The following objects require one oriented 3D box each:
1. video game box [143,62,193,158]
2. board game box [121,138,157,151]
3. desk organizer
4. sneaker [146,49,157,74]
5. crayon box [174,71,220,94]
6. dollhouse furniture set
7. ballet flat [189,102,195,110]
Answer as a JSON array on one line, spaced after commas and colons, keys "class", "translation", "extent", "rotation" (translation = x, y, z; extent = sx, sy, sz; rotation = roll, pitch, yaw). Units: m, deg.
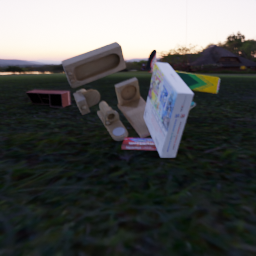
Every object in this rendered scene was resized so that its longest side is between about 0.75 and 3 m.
[{"class": "video game box", "translation": [1.084, -0.596, 8.345], "extent": [0.527, 2.052, 2.252], "rotation": [0, 33, -12]}, {"class": "board game box", "translation": [0.670, 0.526, 9.078], "extent": [1.671, 0.162, 0.860], "rotation": [2, 15, 6]}, {"class": "desk organizer", "translation": [-4.786, -1.764, 16.766], "extent": [2.492, 0.894, 0.959], "rotation": [4, 17, 16]}, {"class": "sneaker", "translation": [1.007, -2.607, 11.088], "extent": [0.303, 0.908, 0.487], "rotation": [18, 1, 38]}, {"class": "crayon box", "translation": [2.572, -1.769, 10.898], "extent": [1.853, 0.626, 2.148], "rotation": [13, 12, 17]}, {"class": "dollhouse furniture set", "translation": [-0.419, -1.082, 9.433], "extent": [2.524, 2.654, 2.162], "rotation": [-23, 43, -12]}, {"class": "ballet flat", "translation": [2.458, -0.860, 13.117], "extent": [1.439, 0.500, 0.500], "rotation": [-12, 10, 19]}]
